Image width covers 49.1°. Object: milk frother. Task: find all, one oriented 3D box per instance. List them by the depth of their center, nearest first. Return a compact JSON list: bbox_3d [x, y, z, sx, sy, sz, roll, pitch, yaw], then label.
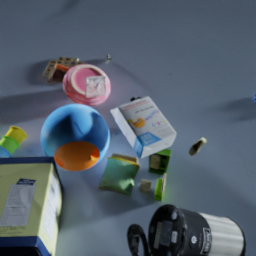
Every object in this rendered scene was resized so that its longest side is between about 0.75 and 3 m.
[{"bbox_3d":[1.533,3.357,8.231,2.397,2.300,2.549,21,-2,-28],"label":"milk frother"}]

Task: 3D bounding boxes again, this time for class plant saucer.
[{"bbox_3d":[-1.970,-2.174,13.607,2.309,0.585,2.309,7,64,-14],"label":"plant saucer"}]

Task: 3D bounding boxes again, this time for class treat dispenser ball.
[{"bbox_3d":[-1.964,0.369,10.479,2.502,2.502,2.502,0,46,0],"label":"treat dispenser ball"}]

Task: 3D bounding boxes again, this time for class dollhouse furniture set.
[{"bbox_3d":[0.207,1.524,10.190,2.418,1.213,1.584,11,47,10],"label":"dollhouse furniture set"}]

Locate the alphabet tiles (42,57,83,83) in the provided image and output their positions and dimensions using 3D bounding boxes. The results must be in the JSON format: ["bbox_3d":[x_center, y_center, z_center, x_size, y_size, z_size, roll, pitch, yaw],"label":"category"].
[{"bbox_3d":[-3.611,-3.274,15.638,1.953,0.074,2.347,4,46,4],"label":"alphabet tiles"}]

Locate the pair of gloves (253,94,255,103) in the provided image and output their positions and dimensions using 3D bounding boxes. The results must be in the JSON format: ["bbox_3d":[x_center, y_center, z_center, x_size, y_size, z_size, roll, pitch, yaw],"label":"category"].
[{"bbox_3d":[6.923,-1.266,13.629,1.252,0.177,1.557,-23,51,-21],"label":"pair of gloves"}]

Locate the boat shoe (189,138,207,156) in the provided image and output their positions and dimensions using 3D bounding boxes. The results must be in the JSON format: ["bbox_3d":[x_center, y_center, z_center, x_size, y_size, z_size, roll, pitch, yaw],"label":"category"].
[{"bbox_3d":[2.296,0.645,9.476,0.261,0.832,0.305,-6,49,-45],"label":"boat shoe"}]

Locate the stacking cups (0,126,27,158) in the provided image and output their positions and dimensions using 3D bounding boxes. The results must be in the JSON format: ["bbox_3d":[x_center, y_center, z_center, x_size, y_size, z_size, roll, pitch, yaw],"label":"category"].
[{"bbox_3d":[-4.994,1.167,10.945,0.811,0.811,2.679,13,51,12],"label":"stacking cups"}]

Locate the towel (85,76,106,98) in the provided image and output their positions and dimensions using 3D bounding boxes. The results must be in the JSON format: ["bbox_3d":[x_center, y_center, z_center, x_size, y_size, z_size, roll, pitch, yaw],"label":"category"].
[{"bbox_3d":[-1.465,-1.875,12.819,1.027,0.981,0.165,-10,33,-22],"label":"towel"}]

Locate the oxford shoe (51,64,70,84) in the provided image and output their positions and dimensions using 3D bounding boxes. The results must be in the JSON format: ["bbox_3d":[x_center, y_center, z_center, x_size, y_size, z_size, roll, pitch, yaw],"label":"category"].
[{"bbox_3d":[-2.604,-2.263,14.258,2.742,0.978,1.000,25,92,10],"label":"oxford shoe"}]

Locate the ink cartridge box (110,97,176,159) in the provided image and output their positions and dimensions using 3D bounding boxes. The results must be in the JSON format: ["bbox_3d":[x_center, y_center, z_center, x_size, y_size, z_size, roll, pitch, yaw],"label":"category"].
[{"bbox_3d":[0.464,-0.230,10.189,1.382,0.814,2.401,-21,58,-22],"label":"ink cartridge box"}]

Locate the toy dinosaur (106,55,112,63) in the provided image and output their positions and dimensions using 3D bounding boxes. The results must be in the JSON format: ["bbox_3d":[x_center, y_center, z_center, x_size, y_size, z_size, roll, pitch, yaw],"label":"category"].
[{"bbox_3d":[-1.110,-3.980,16.240,0.375,0.202,0.852,-7,45,14],"label":"toy dinosaur"}]

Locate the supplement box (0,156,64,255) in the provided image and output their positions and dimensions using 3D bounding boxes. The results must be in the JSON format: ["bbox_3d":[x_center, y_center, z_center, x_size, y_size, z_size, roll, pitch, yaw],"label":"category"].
[{"bbox_3d":[-3.727,2.612,8.624,2.906,1.951,2.903,-1,46,-1],"label":"supplement box"}]

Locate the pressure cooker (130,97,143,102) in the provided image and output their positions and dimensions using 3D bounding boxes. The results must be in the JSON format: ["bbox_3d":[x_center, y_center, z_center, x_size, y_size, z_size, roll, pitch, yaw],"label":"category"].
[{"bbox_3d":[0.525,-0.521,12.040,1.380,1.359,1.545,21,49,34],"label":"pressure cooker"}]
